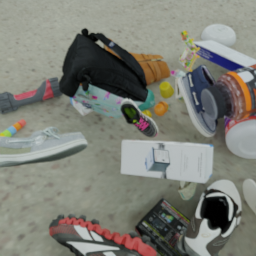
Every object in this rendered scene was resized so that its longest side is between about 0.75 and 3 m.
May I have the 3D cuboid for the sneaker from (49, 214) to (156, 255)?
[{"bbox_3d":[-0.713,2.669,5.976,2.493,0.881,1.218,13,54,15],"label":"sneaker"}]

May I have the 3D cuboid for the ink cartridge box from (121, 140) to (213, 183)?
[{"bbox_3d":[0.963,0.733,6.682,1.922,1.407,0.825,1,88,23],"label":"ink cartridge box"}]

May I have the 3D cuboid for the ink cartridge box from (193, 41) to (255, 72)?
[{"bbox_3d":[3.567,-2.445,10.061,2.424,0.493,2.429,33,31,21],"label":"ink cartridge box"}]

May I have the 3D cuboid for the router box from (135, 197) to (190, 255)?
[{"bbox_3d":[0.962,2.423,6.511,1.326,0.412,0.994,37,58,27],"label":"router box"}]

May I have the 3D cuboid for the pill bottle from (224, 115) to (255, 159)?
[{"bbox_3d":[3.596,-0.446,8.317,1.438,1.438,2.557,8,47,7],"label":"pill bottle"}]

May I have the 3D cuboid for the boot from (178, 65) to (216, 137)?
[{"bbox_3d":[2.198,-0.756,8.047,0.732,0.909,2.013,-24,87,-39],"label":"boot"}]

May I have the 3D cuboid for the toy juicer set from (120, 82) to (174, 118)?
[{"bbox_3d":[0.405,-0.745,9.273,2.175,0.592,1.383,-3,62,22],"label":"toy juicer set"}]

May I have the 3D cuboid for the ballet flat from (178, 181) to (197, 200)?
[{"bbox_3d":[1.623,1.274,7.282,0.422,0.457,1.355,50,39,-14],"label":"ballet flat"}]

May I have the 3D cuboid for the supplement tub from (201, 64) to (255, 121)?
[{"bbox_3d":[2.959,-0.896,6.770,2.230,1.193,1.193,-18,51,-5],"label":"supplement tub"}]

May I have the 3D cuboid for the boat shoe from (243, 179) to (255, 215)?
[{"bbox_3d":[3.383,1.888,6.981,0.471,0.495,1.375,5,39,-24],"label":"boat shoe"}]

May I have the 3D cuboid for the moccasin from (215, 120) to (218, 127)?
[{"bbox_3d":[2.499,-0.696,9.088,0.661,0.561,1.644,-15,54,-17],"label":"moccasin"}]

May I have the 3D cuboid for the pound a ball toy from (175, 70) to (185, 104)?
[{"bbox_3d":[1.567,-1.265,8.660,0.589,0.384,0.903,24,56,-34],"label":"pound a ball toy"}]

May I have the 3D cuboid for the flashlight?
[{"bbox_3d":[-3.325,-1.155,9.461,2.103,0.715,0.712,-16,47,-14],"label":"flashlight"}]

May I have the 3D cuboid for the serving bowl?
[{"bbox_3d":[3.969,-4.098,12.189,1.480,0.487,1.480,1,48,-1],"label":"serving bowl"}]

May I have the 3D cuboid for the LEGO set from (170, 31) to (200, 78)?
[{"bbox_3d":[1.595,-2.209,7.932,0.706,0.571,1.535,0,73,43],"label":"LEGO set"}]

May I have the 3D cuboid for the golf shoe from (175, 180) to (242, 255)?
[{"bbox_3d":[2.086,1.811,6.215,1.064,1.293,2.737,29,36,17],"label":"golf shoe"}]

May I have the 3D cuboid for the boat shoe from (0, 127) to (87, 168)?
[{"bbox_3d":[-1.905,0.308,5.274,2.302,0.848,0.738,-9,82,14],"label":"boat shoe"}]

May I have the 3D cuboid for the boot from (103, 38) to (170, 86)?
[{"bbox_3d":[0.234,-2.568,10.435,2.048,1.012,2.638,-17,54,-10],"label":"boot"}]

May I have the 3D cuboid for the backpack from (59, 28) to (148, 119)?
[{"bbox_3d":[-0.661,-1.374,8.234,2.520,1.595,2.103,22,57,-29],"label":"backpack"}]

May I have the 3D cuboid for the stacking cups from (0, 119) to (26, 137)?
[{"bbox_3d":[-3.586,0.102,8.657,0.300,0.300,0.992,30,53,24],"label":"stacking cups"}]

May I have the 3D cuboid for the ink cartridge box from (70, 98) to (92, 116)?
[{"bbox_3d":[-1.445,-0.790,9.375,0.587,0.346,1.019,-30,55,-24],"label":"ink cartridge box"}]

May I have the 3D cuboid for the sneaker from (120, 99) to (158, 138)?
[{"bbox_3d":[0.234,-0.187,7.024,1.239,0.457,0.542,48,22,-3],"label":"sneaker"}]
